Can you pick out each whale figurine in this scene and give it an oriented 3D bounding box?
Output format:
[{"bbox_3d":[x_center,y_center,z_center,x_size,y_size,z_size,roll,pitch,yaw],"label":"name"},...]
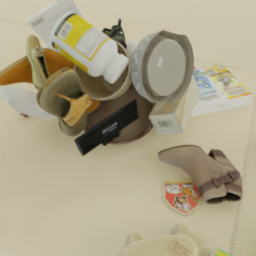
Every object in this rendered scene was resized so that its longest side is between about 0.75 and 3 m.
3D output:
[{"bbox_3d":[0.687,2.832,5.371,1.957,1.276,2.460,31,28,27],"label":"whale figurine"}]

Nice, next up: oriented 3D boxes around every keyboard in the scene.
[{"bbox_3d":[-0.494,0.031,7.100,1.822,1.094,0.234,-34,61,-15],"label":"keyboard"}]

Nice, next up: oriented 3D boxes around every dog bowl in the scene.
[{"bbox_3d":[0.844,-1.503,6.993,1.889,1.889,0.554,-33,33,-29],"label":"dog bowl"}]

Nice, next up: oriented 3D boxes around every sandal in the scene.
[{"bbox_3d":[-1.294,-0.438,6.653,0.747,2.767,1.111,32,71,15],"label":"sandal"}]

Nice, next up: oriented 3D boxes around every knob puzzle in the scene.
[{"bbox_3d":[1.369,1.709,7.036,1.146,0.159,1.146,0,45,0],"label":"knob puzzle"}]

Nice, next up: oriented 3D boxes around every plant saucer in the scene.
[{"bbox_3d":[-0.374,-0.651,8.734,2.658,0.426,2.658,3,66,-6],"label":"plant saucer"}]

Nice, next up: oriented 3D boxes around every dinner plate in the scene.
[{"bbox_3d":[-2.447,-0.537,7.014,1.607,1.607,0.195,9,70,9],"label":"dinner plate"}]

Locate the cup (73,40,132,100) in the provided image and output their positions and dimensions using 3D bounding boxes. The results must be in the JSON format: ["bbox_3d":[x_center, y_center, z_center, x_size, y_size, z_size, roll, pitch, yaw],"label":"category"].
[{"bbox_3d":[-0.504,-1.417,7.474,1.557,1.113,1.557,-2,85,19],"label":"cup"}]

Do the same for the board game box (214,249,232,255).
[{"bbox_3d":[2.259,2.891,5.254,1.440,0.969,0.210,22,48,21],"label":"board game box"}]

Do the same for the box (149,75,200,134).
[{"bbox_3d":[1.440,-0.720,8.459,0.897,0.735,1.890,-6,39,36],"label":"box"}]

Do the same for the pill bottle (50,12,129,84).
[{"bbox_3d":[-0.874,-1.814,6.532,1.717,0.962,0.962,37,51,1],"label":"pill bottle"}]

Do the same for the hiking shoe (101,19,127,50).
[{"bbox_3d":[-0.656,-2.567,8.788,0.738,1.949,0.981,11,72,-34],"label":"hiking shoe"}]

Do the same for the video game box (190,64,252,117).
[{"bbox_3d":[2.810,-1.400,9.953,2.260,0.529,2.059,-12,48,-11],"label":"video game box"}]

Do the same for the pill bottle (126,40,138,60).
[{"bbox_3d":[0.605,-1.987,8.764,1.650,0.939,0.939,33,50,2],"label":"pill bottle"}]

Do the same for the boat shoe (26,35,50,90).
[{"bbox_3d":[-2.056,-1.536,6.547,0.395,1.257,0.458,-4,8,15],"label":"boat shoe"}]

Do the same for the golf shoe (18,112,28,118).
[{"bbox_3d":[-3.289,-0.725,9.401,0.406,0.320,0.881,25,50,24],"label":"golf shoe"}]

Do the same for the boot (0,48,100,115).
[{"bbox_3d":[-1.884,-1.146,7.751,1.060,2.156,3.012,-6,26,50],"label":"boot"}]

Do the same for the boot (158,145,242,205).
[{"bbox_3d":[1.862,1.213,7.165,2.062,0.724,1.507,-2,46,-1],"label":"boot"}]

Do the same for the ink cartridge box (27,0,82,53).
[{"bbox_3d":[-2.007,-3.064,8.431,1.471,1.296,0.329,-24,43,13],"label":"ink cartridge box"}]
